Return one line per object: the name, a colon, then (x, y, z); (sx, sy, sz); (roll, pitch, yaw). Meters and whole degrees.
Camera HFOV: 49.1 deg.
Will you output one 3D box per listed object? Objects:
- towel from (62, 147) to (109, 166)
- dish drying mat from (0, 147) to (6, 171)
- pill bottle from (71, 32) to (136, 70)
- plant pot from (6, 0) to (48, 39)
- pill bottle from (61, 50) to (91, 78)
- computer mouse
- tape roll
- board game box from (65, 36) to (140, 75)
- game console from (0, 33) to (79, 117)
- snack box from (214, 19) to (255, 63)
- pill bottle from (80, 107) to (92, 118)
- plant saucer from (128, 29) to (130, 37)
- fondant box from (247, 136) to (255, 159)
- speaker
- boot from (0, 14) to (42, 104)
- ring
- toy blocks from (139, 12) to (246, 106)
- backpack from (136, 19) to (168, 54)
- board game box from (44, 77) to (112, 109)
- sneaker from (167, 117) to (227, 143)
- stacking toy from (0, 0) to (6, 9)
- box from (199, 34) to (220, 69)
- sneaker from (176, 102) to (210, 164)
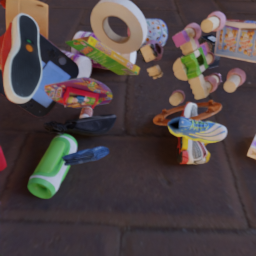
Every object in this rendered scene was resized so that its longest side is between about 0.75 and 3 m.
towel: (-1.120, 0.720, 7.335); (1.176, 0.285, 0.657); (-15, 4, 32)
dish drying mat: (-4.149, 0.854, 8.068); (1.003, 2.611, 0.238); (-19, 70, -24)
pill bottle: (-1.155, -3.762, 13.882); (2.946, 1.654, 1.654); (10, 43, 12)
plant pot: (-3.591, -3.851, 10.132); (1.323, 1.890, 1.890); (0, 40, -16)
pill bottle: (-2.966, -2.990, 13.311); (2.215, 1.243, 1.243); (20, 45, 20)
computer mouse: (-1.619, -0.002, 10.111); (2.613, 0.689, 1.809); (-10, 8, -27)
tape roll: (-0.356, -3.660, 10.165); (2.164, 2.164, 0.395); (17, 57, 18)
board game box: (-0.824, -2.405, 9.401); (2.416, 0.362, 1.154); (20, -4, -40)
game console: (-2.914, -1.646, 9.014); (2.258, 1.997, 0.350); (-51, 31, 3)
snack box: (3.773, -2.278, 7.617); (2.912, 1.047, 0.354); (25, 41, 38)
pill bottle: (-1.679, -0.457, 11.068); (0.428, 0.428, 0.763); (3, 41, 3)
plant saucer: (0.168, -4.120, 11.516); (0.262, 1.034, 1.034); (6, 42, 6)
fondant box: (5.100, 0.783, 9.647); (1.587, 0.462, 1.145); (23, 47, 25)
speaker: (-2.342, 1.154, 8.906); (0.931, 0.931, 2.104); (8, 42, 9)
boot: (-3.106, -1.542, 7.309); (1.743, 0.875, 2.417); (-21, 64, 34)
ring: (2.157, -0.618, 10.452); (2.550, 0.245, 2.550); (-14, 14, 4)
toy blocks: (2.047, -2.030, 8.347); (2.336, 2.183, 1.966); (-15, 17, 38)
backpack: (0.941, -3.833, 11.392); (1.317, 1.383, 1.065); (-7, 5, -6)
board game box: (-1.542, -0.876, 8.706); (2.096, 1.656, 0.408); (-6, 66, 22)
sneaker: (1.608, 0.044, 6.825); (1.440, 0.756, 0.545); (3, 80, 30)
stacking toy: (-4.251, -4.101, 9.248); (1.288, 0.601, 1.422); (-1, 48, 50)
box: (4.156, -3.889, 14.239); (0.720, 1.345, 0.998); (-18, 45, -20)
sneaker: (2.355, 0.207, 10.009); (1.107, 1.049, 2.695); (8, 51, 2)
